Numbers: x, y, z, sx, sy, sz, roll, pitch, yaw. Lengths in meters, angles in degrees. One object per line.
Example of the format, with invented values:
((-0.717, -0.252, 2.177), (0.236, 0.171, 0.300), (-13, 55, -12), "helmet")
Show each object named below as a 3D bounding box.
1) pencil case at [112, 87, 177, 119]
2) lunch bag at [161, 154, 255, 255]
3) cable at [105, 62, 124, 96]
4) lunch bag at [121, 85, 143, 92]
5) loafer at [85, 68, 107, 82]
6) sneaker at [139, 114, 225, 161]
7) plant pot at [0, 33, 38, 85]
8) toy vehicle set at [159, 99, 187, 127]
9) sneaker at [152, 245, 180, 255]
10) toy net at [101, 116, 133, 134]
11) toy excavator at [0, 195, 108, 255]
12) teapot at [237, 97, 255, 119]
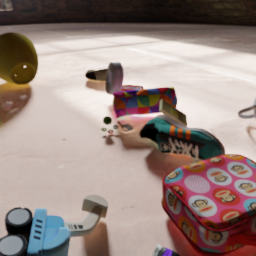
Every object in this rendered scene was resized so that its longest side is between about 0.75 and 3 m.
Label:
((0.744, -1.053, 12.005), (2.830, 1.251, 1.251), (-3, 27, -6), "pencil case")
((2.372, 1.734, 6.499), (2.730, 1.119, 2.405), (-12, 29, -22), "lunch bag")
((-0.697, -2.370, 13.531), (0.562, 1.625, 1.625), (1, 56, -20), "cable")
((0.134, -1.737, 14.104), (1.317, 0.540, 1.160), (0, 31, 3), "lunch bag")
((-1.669, -3.066, 16.517), (2.035, 0.770, 0.695), (0, 27, 21), "loafer")
((1.640, 0.509, 9.211), (1.184, 1.058, 2.964), (-34, 40, -31), "sneaker")
((-6.174, -3.524, 15.620), (2.836, 2.836, 2.013), (-18, 51, -32), "plant pot")
((1.751, -0.557, 10.843), (1.235, 0.164, 0.767), (32, 33, -13), "toy vehicle set")
((0.674, 2.778, 5.166), (0.675, 0.472, 1.357), (11, 28, 19), "sneaker")
((-0.405, -0.046, 10.815), (1.240, 0.239, 0.650), (11, 55, 0), "toy net")
((-1.440, 2.240, 5.862), (2.150, 1.074, 2.091), (8, 27, -13), "toy excavator")
((5.751, -0.654, 10.874), (2.042, 1.511, 2.069), (-43, 69, -7), "teapot")
